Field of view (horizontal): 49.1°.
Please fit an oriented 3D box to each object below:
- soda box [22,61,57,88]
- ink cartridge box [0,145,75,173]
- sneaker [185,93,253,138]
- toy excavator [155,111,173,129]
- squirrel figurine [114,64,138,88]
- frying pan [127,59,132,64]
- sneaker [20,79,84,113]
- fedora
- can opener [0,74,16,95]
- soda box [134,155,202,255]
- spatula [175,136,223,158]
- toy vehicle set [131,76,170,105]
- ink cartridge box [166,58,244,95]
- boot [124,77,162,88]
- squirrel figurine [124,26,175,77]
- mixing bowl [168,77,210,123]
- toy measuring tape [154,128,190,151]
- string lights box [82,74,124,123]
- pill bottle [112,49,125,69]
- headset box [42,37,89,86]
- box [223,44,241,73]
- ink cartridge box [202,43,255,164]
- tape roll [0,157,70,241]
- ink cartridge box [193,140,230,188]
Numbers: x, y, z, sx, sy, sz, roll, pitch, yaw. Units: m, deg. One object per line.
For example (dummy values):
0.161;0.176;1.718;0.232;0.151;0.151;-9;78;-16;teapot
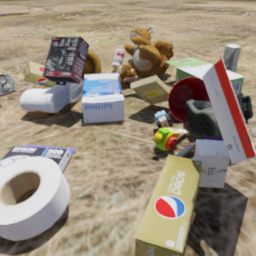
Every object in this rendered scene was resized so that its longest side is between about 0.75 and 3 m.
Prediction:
-2.938;-1.840;10.209;1.628;0.521;0.551;11;51;-42;soda box
-2.251;0.775;6.863;1.501;0.329;1.516;3;29;7;ink cartridge box
2.471;-0.391;7.751;1.411;0.942;2.464;-15;9;-5;sneaker
1.003;-0.297;8.406;0.432;0.841;0.865;-25;53;7;toy excavator
-0.052;-2.079;11.401;0.676;0.955;0.892;-1;-8;44;squirrel figurine
0.807;-3.054;13.547;1.905;0.310;1.152;28;41;36;frying pan
-2.631;-1.203;9.712;1.455;0.927;2.517;2;21;19;sneaker
-1.714;-2.380;11.084;1.424;1.424;0.581;-2;13;-4;fedora
-5.495;-1.298;10.315;2.734;0.729;0.914;-29;9;-38;can opener
0.818;1.482;5.159;0.742;0.786;2.320;10;31;17;soda box
1.894;0.420;7.411;2.430;0.250;0.687;-26;15;-30;spatula
0.823;-1.183;9.158;0.896;1.443;0.191;-12;66;28;toy vehicle set
2.850;-1.922;10.998;1.503;0.859;2.896;-15;33;-24;ink cartridge box
0.549;-1.695;10.293;1.198;0.434;0.997;10;-8;-23;boot
0.901;-3.377;12.277;2.209;1.563;2.062;13;53;-21;squirrel figurine
1.837;-0.951;8.956;1.417;1.417;0.767;-5;17;-9;mixing bowl
1.162;0.316;7.606;0.602;0.602;1.636;24;14;35;toy measuring tape
-0.879;-1.120;9.692;1.311;0.752;2.551;-4;30;-4;string lights box
-0.474;-3.173;12.991;0.485;0.485;0.850;8;69;14;pill bottle
-1.928;-2.020;8.630;1.091;1.466;0.566;7;-9;24;headset box
4.463;-2.916;12.247;0.460;1.345;0.553;-14;33;-23;box
1.766;-0.264;5.027;0.632;1.800;2.215;-21;-14;25;ink cartridge box
-1.953;1.292;5.366;1.577;0.552;1.577;-10;39;8;tape roll
1.826;0.793;6.269;0.632;0.873;0.643;2;30;4;ink cartridge box
